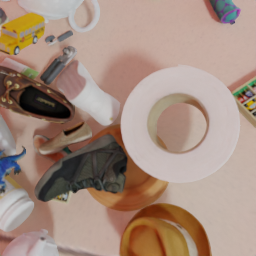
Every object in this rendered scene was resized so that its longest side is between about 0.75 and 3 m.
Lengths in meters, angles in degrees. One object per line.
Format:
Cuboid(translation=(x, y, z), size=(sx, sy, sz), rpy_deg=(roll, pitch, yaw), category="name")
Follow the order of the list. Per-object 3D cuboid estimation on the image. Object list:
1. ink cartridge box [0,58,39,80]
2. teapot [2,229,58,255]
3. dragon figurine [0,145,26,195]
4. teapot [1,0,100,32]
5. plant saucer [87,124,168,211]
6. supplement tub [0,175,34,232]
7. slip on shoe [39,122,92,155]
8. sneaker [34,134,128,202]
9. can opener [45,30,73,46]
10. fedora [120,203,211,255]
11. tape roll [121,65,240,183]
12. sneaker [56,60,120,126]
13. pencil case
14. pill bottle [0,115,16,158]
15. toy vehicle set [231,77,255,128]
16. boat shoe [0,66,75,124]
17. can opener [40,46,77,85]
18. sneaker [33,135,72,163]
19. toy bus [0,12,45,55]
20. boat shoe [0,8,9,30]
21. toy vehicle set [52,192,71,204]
Cuboid(translation=(-3.275, -1.509, 8.322), size=(1.383, 0.410, 0.718), rpy_deg=(25, 68, 21), category="ink cartridge box")
Cuboid(translation=(-1.959, 2.596, 5.896), size=(1.262, 1.246, 0.922), rpy_deg=(5, 63, 31), category="teapot")
Cuboid(translation=(-2.820, 0.776, 5.947), size=(0.547, 0.925, 1.860), rpy_deg=(-5, 38, 31), category="dragon figurine")
Cuboid(translation=(-2.664, -4.529, 9.315), size=(2.808, 2.078, 2.845), rpy_deg=(-3, 37, -30), category="teapot")
Cuboid(translation=(-0.053, 0.921, 7.406), size=(2.432, 0.455, 2.432), rpy_deg=(0, 64, 0), category="plant saucer")
Cuboid(translation=(-3.073, 1.676, 6.699), size=(1.403, 1.020, 1.020), rpy_deg=(35, 69, 15), category="supplement tub")
Cuboid(translation=(-1.615, 0.241, 7.061), size=(1.387, 0.420, 0.527), rpy_deg=(-17, 37, -1), category="slip on shoe")
Cuboid(translation=(-0.940, 1.182, 6.509), size=(2.303, 0.880, 1.319), rpy_deg=(-29, 59, -24), category="sneaker")
Cuboid(translation=(-2.321, -3.058, 9.386), size=(0.939, 0.314, 0.250), rpy_deg=(-30, 29, -1), category="can opener")
Cuboid(translation=(0.566, 2.555, 5.835), size=(2.256, 0.920, 2.256), rpy_deg=(-20, 52, 28), category="fedora")
Cuboid(translation=(1.191, -0.066, 6.560), size=(2.635, 0.922, 2.635), rpy_deg=(-2, 83, 16), category="tape roll")
Cuboid(translation=(-1.132, -0.962, 8.098), size=(0.986, 1.546, 2.675), rpy_deg=(-45, 34, 9), category="sneaker")
Cuboid(translation=(3.388, -4.477, 9.973), size=(0.744, 0.685, 1.609), rpy_deg=(-19, 64, 8), category="pencil case")
Cuboid(translation=(-4.429, 0.587, 6.931), size=(2.784, 1.611, 1.611), rpy_deg=(-28, 67, -12), category="pill bottle")
Cuboid(translation=(4.159, -1.000, 8.468), size=(1.991, 0.264, 1.237), rpy_deg=(-32, 68, -15), category="toy vehicle set")
Cuboid(translation=(-2.760, -0.885, 7.286), size=(2.903, 1.021, 1.022), rpy_deg=(18, 97, -19), category="boat shoe")
Cuboid(translation=(-2.065, -1.896, 8.570), size=(0.377, 0.472, 1.413), rpy_deg=(42, 93, 18), category="can opener")
Cuboid(translation=(-1.990, 0.606, 7.577), size=(1.392, 0.556, 0.497), rpy_deg=(29, 103, 29), category="sneaker")
Cuboid(translation=(-3.181, -2.803, 8.302), size=(0.589, 0.709, 1.811), rpy_deg=(22, 39, 4), category="toy bus")
Cuboid(translation=(-5.183, -3.498, 9.466), size=(2.182, 0.707, 0.785), rpy_deg=(-25, 66, -12), category="boat shoe")
Cuboid(translation=(-1.706, 1.498, 7.304), size=(0.526, 0.112, 0.847), rpy_deg=(10, 64, 5), category="toy vehicle set")
